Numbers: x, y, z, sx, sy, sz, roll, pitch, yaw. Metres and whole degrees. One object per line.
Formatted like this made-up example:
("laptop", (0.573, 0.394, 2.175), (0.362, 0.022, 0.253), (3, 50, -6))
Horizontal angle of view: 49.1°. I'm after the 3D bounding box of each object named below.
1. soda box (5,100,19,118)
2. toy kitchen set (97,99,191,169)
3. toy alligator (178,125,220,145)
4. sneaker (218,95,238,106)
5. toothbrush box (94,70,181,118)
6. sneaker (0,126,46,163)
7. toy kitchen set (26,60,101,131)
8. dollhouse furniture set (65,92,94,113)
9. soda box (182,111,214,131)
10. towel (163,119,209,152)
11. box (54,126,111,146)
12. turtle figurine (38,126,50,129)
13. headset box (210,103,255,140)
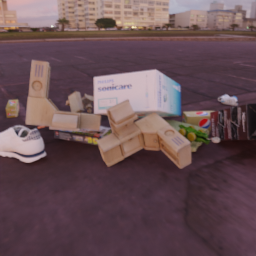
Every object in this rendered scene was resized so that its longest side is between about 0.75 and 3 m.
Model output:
("soda box", (-4.933, -0.833, 11.970), (0.401, 0.425, 1.254), (-6, 23, -15))
("toy kitchen set", (0.324, 0.319, 7.197), (1.883, 1.536, 1.699), (-27, 41, -16))
("toy alligator", (2.036, 0.277, 8.259), (0.510, 0.370, 1.539), (-16, 26, -28))
("sneaker", (4.652, -1.247, 13.122), (0.512, 0.443, 1.181), (-12, 16, -13))
("toothbrush box", (0.437, -1.003, 9.439), (2.088, 1.216, 2.852), (-2, -3, 23))
("sneaker", (-3.373, 0.344, 8.327), (2.257, 0.909, 0.862), (5, 25, 27))
("toy kitchen set", (-1.881, -0.920, 8.432), (2.208, 1.992, 1.801), (5, 1, -8))
("dollhouse furniture set", (-1.654, -0.793, 11.322), (0.910, 0.777, 1.756), (-26, -19, 33))
("soda box", (2.981, -0.248, 10.231), (1.894, 0.606, 0.641), (-2, 19, -3))
("towel", (1.459, 0.208, 9.410), (2.197, 0.401, 1.630), (15, 27, 31))
("box", (-1.542, 0.174, 9.615), (1.718, 0.298, 0.946), (8, 23, 20))
("turtle figurine", (-2.607, -0.414, 10.562), (1.636, 0.653, 2.028), (-2, 11, -22))
("headset box", (3.812, -0.135, 8.476), (1.946, 1.010, 2.615), (-2, -1, -6))
